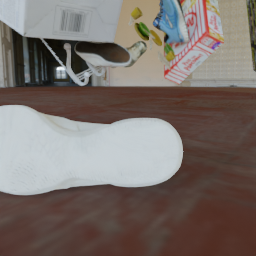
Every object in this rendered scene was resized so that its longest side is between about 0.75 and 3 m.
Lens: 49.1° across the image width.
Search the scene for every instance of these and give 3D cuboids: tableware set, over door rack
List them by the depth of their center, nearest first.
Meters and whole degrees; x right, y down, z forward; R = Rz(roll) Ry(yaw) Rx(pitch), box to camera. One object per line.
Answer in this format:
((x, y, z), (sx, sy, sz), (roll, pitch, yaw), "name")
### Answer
((0.687, -2.339, 7.188), (0.258, 1.683, 1.134), (-33, 28, 30), "tableware set")
((-1.801, -2.876, 9.242), (2.913, 0.970, 2.152), (43, 40, 4), "over door rack")

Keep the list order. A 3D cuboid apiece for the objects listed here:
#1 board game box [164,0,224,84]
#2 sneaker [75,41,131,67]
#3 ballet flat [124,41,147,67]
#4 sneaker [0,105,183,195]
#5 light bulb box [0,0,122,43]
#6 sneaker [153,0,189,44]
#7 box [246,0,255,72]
((1.994, -3.138, 9.063), (0.642, 2.771, 2.099), (18, -35, -21), "board game box")
((-0.684, -2.211, 8.615), (1.819, 0.662, 0.770), (19, -10, 18), "sneaker")
((0.251, -3.103, 11.405), (0.648, 0.685, 2.033), (-32, 16, 35), "ballet flat")
((-0.745, 0.341, 3.855), (2.876, 1.082, 1.273), (4, -4, 8), "sneaker")
((-2.033, -3.560, 7.324), (2.741, 1.725, 2.765), (-11, 38, -43), "light bulb box")
((1.059, -3.046, 7.650), (0.881, 1.959, 0.768), (-14, 48, 17), "sneaker")
((3.763, -2.690, 7.641), (0.542, 2.450, 1.963), (-9, 16, 16), "box")
